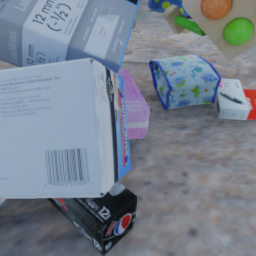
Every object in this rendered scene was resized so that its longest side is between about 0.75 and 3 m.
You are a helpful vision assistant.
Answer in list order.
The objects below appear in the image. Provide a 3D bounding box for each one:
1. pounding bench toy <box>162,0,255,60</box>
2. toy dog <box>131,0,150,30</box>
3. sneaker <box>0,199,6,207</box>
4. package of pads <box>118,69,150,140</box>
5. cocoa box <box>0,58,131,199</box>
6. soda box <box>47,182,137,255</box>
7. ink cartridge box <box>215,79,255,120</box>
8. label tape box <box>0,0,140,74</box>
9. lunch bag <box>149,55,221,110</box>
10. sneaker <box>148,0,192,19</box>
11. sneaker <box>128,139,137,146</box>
[{"bbox_3d":[1.775,-2.416,5.569,1.563,2.515,1.962,36,41,-26],"label":"pounding bench toy"},{"bbox_3d":[0.363,-3.896,8.558,1.096,2.276,1.501,33,30,26],"label":"toy dog"},{"bbox_3d":[-2.862,1.490,5.312,0.958,1.088,2.440,42,63,-9],"label":"sneaker"},{"bbox_3d":[-1.011,-0.476,5.635,2.653,1.004,1.598,-3,38,-18],"label":"package of pads"},{"bbox_3d":[-1.159,0.041,3.614,2.135,1.424,1.401,-5,1,12],"label":"cocoa box"},{"bbox_3d":[-1.109,1.120,5.604,2.745,0.971,0.869,31,46,32],"label":"soda box"},{"bbox_3d":[3.454,-0.887,8.533,1.538,0.386,1.772,4,40,7],"label":"ink cartridge box"},{"bbox_3d":[-1.359,-1.989,4.518,2.919,0.965,2.091,20,58,-11],"label":"label tape box"},{"bbox_3d":[1.661,-1.587,8.720,1.641,1.230,1.930,-8,50,-10],"label":"lunch bag"},{"bbox_3d":[1.456,-3.943,8.971,0.995,0.851,2.401,8,27,-39],"label":"sneaker"},{"bbox_3d":[-0.651,-0.560,7.581,1.055,1.109,2.798,-19,44,-24],"label":"sneaker"}]
